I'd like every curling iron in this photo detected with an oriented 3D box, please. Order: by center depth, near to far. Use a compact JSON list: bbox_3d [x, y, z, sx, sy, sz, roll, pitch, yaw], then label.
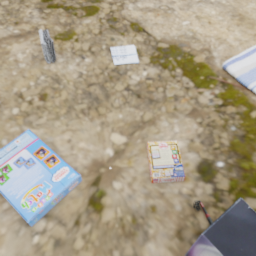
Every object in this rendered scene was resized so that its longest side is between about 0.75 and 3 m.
[{"bbox_3d":[1.948,2.243,6.965,0.244,0.126,0.984,-44,62,21],"label":"curling iron"}]

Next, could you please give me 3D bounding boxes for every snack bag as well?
[{"bbox_3d":[-0.149,-2.811,10.814,1.006,0.114,1.067,-6,53,-5],"label":"snack bag"}]

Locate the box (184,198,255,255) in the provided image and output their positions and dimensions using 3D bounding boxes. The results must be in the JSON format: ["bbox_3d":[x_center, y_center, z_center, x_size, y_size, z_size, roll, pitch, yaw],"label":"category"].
[{"bbox_3d":[2.124,2.765,5.141,1.235,2.003,1.987,-27,57,-28],"label":"box"}]

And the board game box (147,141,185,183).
[{"bbox_3d":[1.039,0.929,7.870,0.908,0.277,1.198,-3,53,-2],"label":"board game box"}]

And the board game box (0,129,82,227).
[{"bbox_3d":[-2.646,1.236,7.550,2.251,0.412,1.703,36,61,24],"label":"board game box"}]

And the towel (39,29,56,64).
[{"bbox_3d":[-2.981,-3.042,10.423,0.437,1.021,0.846,-13,55,-12],"label":"towel"}]

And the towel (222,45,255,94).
[{"bbox_3d":[5.056,-1.858,9.951,2.132,0.346,2.903,-28,58,-19],"label":"towel"}]
